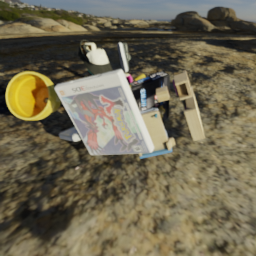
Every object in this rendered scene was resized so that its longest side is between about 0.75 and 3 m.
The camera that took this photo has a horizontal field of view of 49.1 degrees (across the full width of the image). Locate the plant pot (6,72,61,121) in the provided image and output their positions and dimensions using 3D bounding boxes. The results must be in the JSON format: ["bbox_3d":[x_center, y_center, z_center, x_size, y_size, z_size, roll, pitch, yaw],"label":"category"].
[{"bbox_3d":[-3.078,-1.021,9.644,1.582,1.582,1.488,5,0,10],"label":"plant pot"}]

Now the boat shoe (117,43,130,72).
[{"bbox_3d":[-0.126,-3.553,14.036,0.527,1.486,0.536,-13,7,-18],"label":"boat shoe"}]

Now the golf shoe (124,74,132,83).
[{"bbox_3d":[-0.421,-1.040,10.690,1.153,2.520,0.949,-6,-21,23],"label":"golf shoe"}]

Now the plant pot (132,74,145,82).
[{"bbox_3d":[0.477,-1.946,12.760,0.880,0.879,0.776,-9,33,50],"label":"plant pot"}]

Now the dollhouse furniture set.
[{"bbox_3d":[0.918,-0.489,8.447,2.243,2.117,1.463,-16,29,15],"label":"dollhouse furniture set"}]

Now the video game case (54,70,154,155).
[{"bbox_3d":[-0.662,-0.268,7.678,2.196,2.410,0.277,-6,32,33],"label":"video game case"}]

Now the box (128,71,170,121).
[{"bbox_3d":[0.531,-0.789,9.260,1.785,1.798,0.447,-23,44,-21],"label":"box"}]

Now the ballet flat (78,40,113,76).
[{"bbox_3d":[-1.355,-2.735,10.954,0.893,0.898,2.626,-16,42,-27],"label":"ballet flat"}]

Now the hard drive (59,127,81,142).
[{"bbox_3d":[-1.592,0.096,9.535,1.183,0.239,1.794,-25,12,-24],"label":"hard drive"}]
